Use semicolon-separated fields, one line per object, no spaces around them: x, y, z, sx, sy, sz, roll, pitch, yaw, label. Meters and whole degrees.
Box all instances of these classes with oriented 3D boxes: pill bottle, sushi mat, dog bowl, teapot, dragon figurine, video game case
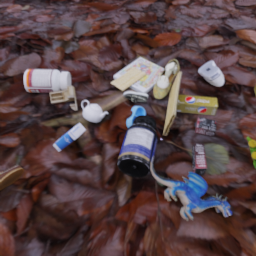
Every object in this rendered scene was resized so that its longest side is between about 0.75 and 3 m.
0.395;0.578;9.702;1.140;1.140;2.038;10;50;9;pill bottle
0.026;-2.243;12.738;0.785;0.099;1.640;34;58;28;sushi mat
0.331;-0.378;10.878;0.594;0.264;1.066;35;64;-26;dog bowl
-1.363;-0.661;11.050;0.861;0.629;0.850;6;32;-31;teapot
1.848;1.859;8.484;1.321;0.782;2.657;-40;79;-21;dragon figurine
1.770;-1.012;11.126;0.157;1.242;2.597;16;50;0;sushi mat
-3.487;-2.032;12.212;1.831;1.003;1.003;1;48;2;pill bottle
0.646;-2.477;13.144;1.825;0.230;2.006;32;55;26;video game case

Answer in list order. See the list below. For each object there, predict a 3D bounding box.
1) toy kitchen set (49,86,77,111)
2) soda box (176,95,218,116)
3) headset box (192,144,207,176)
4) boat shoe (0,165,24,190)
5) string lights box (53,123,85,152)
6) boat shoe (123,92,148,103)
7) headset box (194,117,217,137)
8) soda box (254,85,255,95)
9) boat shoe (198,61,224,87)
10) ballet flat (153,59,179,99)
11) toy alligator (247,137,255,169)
-2.663;-1.103;11.472;1.056;1.171;0.955;-9;90;-8;toy kitchen set
2.799;-0.945;11.547;1.636;0.524;0.554;6;49;5;soda box
2.320;1.089;9.183;0.368;0.710;0.954;-2;62;6;headset box
-4.193;1.710;9.107;0.551;0.552;1.567;37;57;25;boat shoe
-2.085;0.341;9.888;0.345;1.172;0.602;50;37;-8;string lights box
0.283;-1.292;11.913;1.117;0.395;0.355;7;63;22;boat shoe
2.977;-0.054;10.876;0.822;0.317;0.612;12;49;12;headset box
5.845;-1.286;11.837;0.586;0.554;1.729;5;47;3;soda box
3.651;-2.315;12.285;0.832;0.739;2.260;-33;17;21;boat shoe
1.655;-2.186;12.193;0.726;0.726;2.055;23;66;20;ballet flat
4.444;1.026;9.577;0.391;0.540;1.628;-15;68;22;toy alligator
